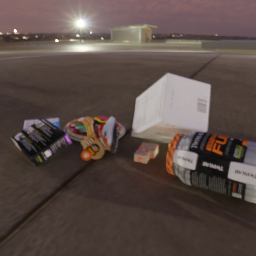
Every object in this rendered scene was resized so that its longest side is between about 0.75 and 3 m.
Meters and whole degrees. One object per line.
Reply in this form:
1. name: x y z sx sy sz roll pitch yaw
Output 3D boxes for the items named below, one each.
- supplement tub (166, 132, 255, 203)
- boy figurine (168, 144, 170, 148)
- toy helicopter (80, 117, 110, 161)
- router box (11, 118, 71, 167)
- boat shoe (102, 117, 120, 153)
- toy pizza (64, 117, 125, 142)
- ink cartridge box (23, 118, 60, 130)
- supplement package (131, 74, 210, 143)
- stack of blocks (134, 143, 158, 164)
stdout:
1. supplement tub: 2.616 1.051 8.249 2.716 1.664 1.664 11 24 26
2. boy figurine: 2.252 0.814 10.418 1.520 0.490 0.945 0 40 17
3. toy helicopter: -1.239 0.364 10.105 1.058 1.600 0.631 -9 13 14
4. router box: -3.319 0.467 10.595 1.518 0.520 2.035 -37 39 -23
5. boat shoe: -0.624 0.266 11.166 0.628 0.679 1.838 34 26 -22
6. toy pizza: -1.491 -0.047 12.586 2.746 0.435 2.746 4 22 -1
7. ink cartridge box: -3.935 0.086 12.204 1.852 0.628 1.074 -6 22 -15
8. supplement package: 1.420 -0.547 10.229 1.630 1.693 2.976 12 -13 -16
9. stack of blocks: 0.690 0.931 10.436 0.622 0.316 1.080 8 22 20
